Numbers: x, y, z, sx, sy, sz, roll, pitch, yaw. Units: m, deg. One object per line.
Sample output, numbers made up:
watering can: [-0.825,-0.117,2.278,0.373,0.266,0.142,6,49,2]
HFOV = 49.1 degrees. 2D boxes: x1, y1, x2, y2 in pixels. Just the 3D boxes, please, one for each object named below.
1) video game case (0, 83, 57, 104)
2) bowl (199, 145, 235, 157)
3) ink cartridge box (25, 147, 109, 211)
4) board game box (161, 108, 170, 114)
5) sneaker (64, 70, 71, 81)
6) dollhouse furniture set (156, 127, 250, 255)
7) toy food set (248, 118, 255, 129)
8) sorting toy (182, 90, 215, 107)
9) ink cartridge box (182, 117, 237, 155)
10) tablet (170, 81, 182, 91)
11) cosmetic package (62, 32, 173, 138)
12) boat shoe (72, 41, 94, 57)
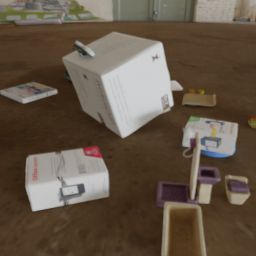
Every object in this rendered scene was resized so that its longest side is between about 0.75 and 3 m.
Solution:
video game case: [-4.438,-1.600,12.511,1.884,0.223,1.715,20,32,36]
bowl: [2.529,0.447,8.284,1.226,0.241,1.226,0,26,0]
ink cartridge box: [-1.400,1.100,6.399,1.687,0.703,1.225,-7,27,-15]
board game box: [0.255,-1.019,11.195,1.520,0.409,2.533,-25,35,-33]
sneaker: [-1.801,-2.943,14.177,2.866,1.174,1.049,-3,26,-4]
dollhouse furniture set: [1.475,1.166,5.080,1.946,1.743,2.456,4,26,8]
toy food set: [4.545,-0.151,9.551,0.829,0.202,0.821,10,28,19]
sorting toy: [2.984,-1.239,11.808,1.304,0.234,1.750,2,26,15]
ink cartridge box: [2.312,0.191,7.861,1.360,0.595,0.989,12,27,19]
tablet: [1.453,-2.022,13.474,2.052,0.140,1.335,-4,26,-6]
cosmetic package: [-0.348,-1.585,9.510,2.300,2.297,2.787,-33,37,-20]
boat shoe: [-1.410,-2.409,8.832,0.955,0.339,0.344,40,11,37]
